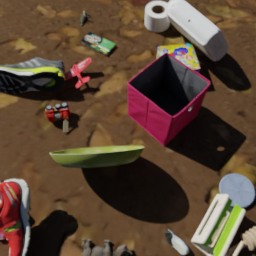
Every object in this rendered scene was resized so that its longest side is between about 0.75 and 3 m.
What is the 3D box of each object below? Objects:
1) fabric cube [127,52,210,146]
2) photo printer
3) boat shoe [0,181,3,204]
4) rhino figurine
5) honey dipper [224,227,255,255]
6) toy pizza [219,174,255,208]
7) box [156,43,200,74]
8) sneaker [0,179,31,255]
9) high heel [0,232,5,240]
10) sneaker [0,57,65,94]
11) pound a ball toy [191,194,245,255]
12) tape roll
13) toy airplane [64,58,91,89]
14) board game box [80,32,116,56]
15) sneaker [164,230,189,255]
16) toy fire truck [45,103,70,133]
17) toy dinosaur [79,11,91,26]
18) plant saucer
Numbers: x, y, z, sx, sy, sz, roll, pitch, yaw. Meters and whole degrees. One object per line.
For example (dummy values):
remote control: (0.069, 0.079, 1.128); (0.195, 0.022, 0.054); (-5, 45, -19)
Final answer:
fabric cube: (1.193, -0.869, 8.901); (1.819, 1.813, 1.785); (41, 67, 20)
photo printer: (2.496, -3.705, 10.446); (0.852, 2.040, 2.453); (-47, 65, 17)
boat shoe: (-3.365, 2.046, 8.014); (1.344, 0.503, 0.416); (36, 82, 27)
rhino figurine: (-0.578, 3.271, 7.368); (1.356, 0.406, 0.593); (4, 71, 0)
honey dipper: (2.528, 3.342, 7.304); (2.558, 0.486, 0.486); (-25, 63, -12)
toy pizza: (3.213, 1.866, 8.299); (1.038, 0.165, 1.038); (-1, 60, 1)
box: (1.801, -2.323, 10.300); (1.305, 0.796, 1.256); (-7, 62, -4)
sneaker: (-3.064, 2.425, 7.173); (0.940, 0.853, 2.214); (-1, 89, -33)
high heel: (-3.955, 2.715, 7.626); (1.299, 0.438, 0.623); (1, 71, -5)
sneaker: (-3.623, -1.945, 10.094); (2.916, 1.077, 1.180); (3, 45, 0)
pound a ball toy: (2.473, 2.862, 7.515); (1.167, 0.761, 1.790); (41, 66, -6)
tape roll: (1.221, -4.611, 11.619); (1.074, 0.738, 1.074); (0, 61, 0)
toy airplane: (-1.812, -1.972, 10.257); (1.393, 0.256, 1.393); (-16, 52, 21)
board game box: (-1.211, -3.390, 11.278); (1.295, 0.152, 0.678); (31, 63, 16)
sneaker: (1.305, 3.092, 7.583); (0.802, 0.291, 0.288); (41, 106, 31)
toy fire truck: (-2.303, -0.305, 9.341); (0.776, 0.567, 0.881); (-11, 51, -10)
toy dinosaur: (-1.851, -4.770, 12.022); (0.416, 0.224, 0.944); (1, 57, 8)
plant saucer: (-0.834, 0.788, 7.776); (2.594, 2.594, 0.403); (-3, 89, -2)
